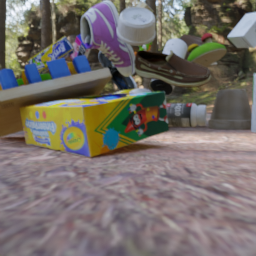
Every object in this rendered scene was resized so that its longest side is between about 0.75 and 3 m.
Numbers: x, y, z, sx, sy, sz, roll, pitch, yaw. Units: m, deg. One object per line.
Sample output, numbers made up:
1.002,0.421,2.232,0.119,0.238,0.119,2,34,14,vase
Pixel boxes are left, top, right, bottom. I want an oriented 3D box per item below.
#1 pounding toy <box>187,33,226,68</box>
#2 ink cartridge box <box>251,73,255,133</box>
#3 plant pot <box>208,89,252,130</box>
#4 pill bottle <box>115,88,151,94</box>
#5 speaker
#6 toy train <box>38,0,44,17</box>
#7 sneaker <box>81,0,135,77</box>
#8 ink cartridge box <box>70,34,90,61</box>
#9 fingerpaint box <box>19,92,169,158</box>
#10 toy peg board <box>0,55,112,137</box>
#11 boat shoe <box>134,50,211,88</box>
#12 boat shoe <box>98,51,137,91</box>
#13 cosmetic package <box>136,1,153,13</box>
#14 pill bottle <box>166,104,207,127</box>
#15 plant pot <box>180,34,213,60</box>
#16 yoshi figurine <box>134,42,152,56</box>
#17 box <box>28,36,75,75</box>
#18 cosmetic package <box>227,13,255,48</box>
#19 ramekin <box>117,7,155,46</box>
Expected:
2.889,-2.987,11.048,1.563,0.940,2.025,-19,-10,1,pounding toy
5.463,-0.805,9.094,2.666,1.948,1.124,-2,5,-17,ink cartridge box
4.221,-0.758,11.441,1.825,1.583,1.825,0,5,0,plant pot
0.282,-0.796,11.572,1.623,1.623,2.886,-2,4,-23,pill bottle
1.681,-2.512,11.497,0.979,2.411,0.979,17,-29,10,speaker
-2.306,-3.917,8.103,0.559,1.320,0.764,23,31,23,toy train
-0.839,-2.971,10.477,1.068,2.946,1.679,5,42,44,sneaker
-2.218,-3.701,13.273,0.331,0.844,1.782,-26,-17,-39,ink cartridge box
-0.750,-0.199,5.821,2.021,0.888,2.422,-16,13,-41,fingerpaint box
-2.194,-1.036,7.119,2.646,1.294,2.635,-19,-8,-26,toy peg board
1.520,-2.176,9.908,2.796,1.032,1.034,10,-36,14,boat shoe
-0.602,-2.805,13.841,0.968,2.820,0.798,-43,-11,25,boat shoe
0.333,-4.172,10.683,0.423,1.189,0.626,30,19,-38,cosmetic package
2.519,-0.567,12.474,1.821,1.037,1.037,1,4,21,pill bottle
3.105,-3.605,13.160,1.734,1.621,1.621,34,8,5,plant pot
0.863,-4.512,15.627,0.779,0.782,1.391,37,-36,-7,yoshi figurine
-3.148,-2.956,11.577,1.848,0.647,0.594,-36,4,-5,box
4.389,-3.503,10.083,0.672,1.090,1.094,37,7,-19,cosmetic package
0.297,-3.512,9.555,1.368,1.368,0.718,0,-37,-5,ramekin
